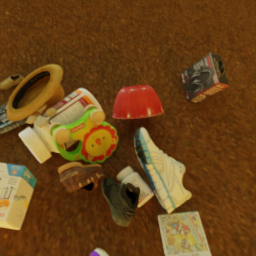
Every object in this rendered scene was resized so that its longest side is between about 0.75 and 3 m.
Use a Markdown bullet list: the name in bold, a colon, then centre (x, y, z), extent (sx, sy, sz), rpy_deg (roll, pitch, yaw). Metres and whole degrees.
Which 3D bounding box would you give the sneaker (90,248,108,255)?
- **sneaker**: centre (-0.736, 4.471, 7.443), extent (1.403, 0.981, 2.822), rpy_deg (-29, 27, -17)

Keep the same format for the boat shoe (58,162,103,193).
- **boat shoe**: centre (-1.406, 1.674, 9.055), extent (0.872, 2.477, 0.871), rpy_deg (-33, 73, 12)

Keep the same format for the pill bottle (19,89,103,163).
- **pill bottle**: centre (-2.438, -0.083, 10.420), extent (2.875, 1.575, 1.575), rpy_deg (-38, 67, -20)

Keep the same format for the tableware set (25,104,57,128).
- **tableware set**: centre (-3.048, -0.443, 9.795), extent (1.123, 0.130, 0.938), rpy_deg (20, 61, 33)

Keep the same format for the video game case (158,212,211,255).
- **video game case**: centre (1.761, 3.462, 8.954), extent (1.376, 0.173, 1.512), rpy_deg (-4, 45, -5)

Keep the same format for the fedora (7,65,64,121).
- **fedora**: centre (-3.459, -1.199, 11.067), extent (2.828, 1.153, 2.828), rpy_deg (-20, 47, 23)

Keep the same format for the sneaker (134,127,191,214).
- **sneaker**: centre (1.194, 1.290, 9.637), extent (1.298, 1.123, 2.996), rpy_deg (-23, 84, -11)

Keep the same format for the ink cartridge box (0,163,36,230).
- **ink cartridge box**: centre (-4.083, 2.249, 9.217), extent (1.326, 1.303, 1.801), rpy_deg (7, 60, 4)

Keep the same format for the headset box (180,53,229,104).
- **headset box**: centre (3.105, -1.997, 11.244), extent (0.713, 1.846, 1.374), rpy_deg (5, 67, -34)

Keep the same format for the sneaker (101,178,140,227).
- **sneaker**: centre (-0.214, 2.064, 9.107), extent (0.793, 1.188, 2.075), rpy_deg (25, 13, -27)

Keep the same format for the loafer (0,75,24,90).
- **loafer**: centre (-5.150, -2.046, 12.262), extent (1.116, 0.376, 0.424), rpy_deg (-28, 64, -15)

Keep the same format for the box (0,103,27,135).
- **box**: centre (-4.943, -0.416, 11.339), extent (1.431, 0.329, 1.138), rpy_deg (-27, 63, -15)

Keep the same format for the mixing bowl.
- **mixing bowl**: centre (0.319, -1.042, 10.647), extent (1.989, 1.989, 1.077), rpy_deg (-7, 100, -4)

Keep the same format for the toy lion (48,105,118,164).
- **toy lion**: centre (-1.425, 0.434, 9.885), extent (2.188, 2.097, 0.751), rpy_deg (-29, 33, -22)

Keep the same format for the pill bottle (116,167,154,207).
- **pill bottle**: centre (0.218, 2.005, 9.629), extent (0.721, 0.721, 1.272), rpy_deg (-35, 73, -18)
